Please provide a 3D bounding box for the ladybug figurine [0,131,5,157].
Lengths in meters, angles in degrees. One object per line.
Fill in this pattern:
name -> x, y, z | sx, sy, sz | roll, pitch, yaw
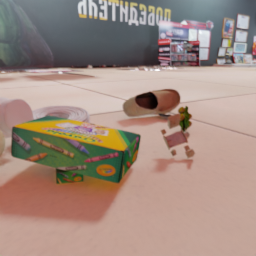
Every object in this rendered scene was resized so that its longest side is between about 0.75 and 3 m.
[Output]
ladybug figurine -> -3.728, 0.615, 5.890 | 2.214, 0.797, 1.503 | -23, 62, -44

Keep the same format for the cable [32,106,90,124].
cable -> -2.214, -0.109, 8.778 | 2.072, 0.717, 2.072 | -15, 29, -33

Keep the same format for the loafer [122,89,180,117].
loafer -> 1.128, -1.045, 11.561 | 2.720, 1.029, 0.929 | -16, -7, -23

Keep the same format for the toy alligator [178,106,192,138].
toy alligator -> 1.881, -0.187, 9.568 | 0.378, 0.521, 1.573 | -35, 25, 35

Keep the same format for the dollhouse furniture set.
dollhouse furniture set -> 1.268, 0.269, 7.312 | 0.571, 0.488, 1.102 | -20, 62, -4

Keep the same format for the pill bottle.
pill bottle -> -3.705, -0.248, 7.780 | 1.971, 1.126, 1.126 | -4, 13, 27

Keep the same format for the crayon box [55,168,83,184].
crayon box -> -1.344, 0.919, 6.337 | 0.575, 0.282, 0.968 | -3, 16, -15

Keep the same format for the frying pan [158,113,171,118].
frying pan -> 1.507, -0.516, 11.483 | 0.618, 0.166, 1.022 | 11, 3, -1

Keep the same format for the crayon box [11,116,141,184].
crayon box -> -1.107, 0.386, 6.319 | 2.492, 0.726, 1.480 | 12, 14, 12
